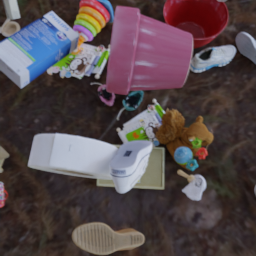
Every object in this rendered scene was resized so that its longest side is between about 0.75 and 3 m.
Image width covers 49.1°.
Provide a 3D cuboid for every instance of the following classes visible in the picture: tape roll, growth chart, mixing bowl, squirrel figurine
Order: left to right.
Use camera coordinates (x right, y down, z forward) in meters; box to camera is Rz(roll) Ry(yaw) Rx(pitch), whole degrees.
[{"bbox_3d":[-1.639,0.941,8.606,2.669,2.669,0.934,8,76,3],"label":"tape roll"},{"bbox_3d":[-2.406,-3.168,12.846,2.976,0.264,2.153,13,71,6],"label":"growth chart"},{"bbox_3d":[0.744,0.078,11.616,2.368,0.210,1.713,-37,74,-12],"label":"growth chart"},{"bbox_3d":[2.073,0.293,10.446,2.182,2.036,1.544,32,72,5],"label":"squirrel figurine"},{"bbox_3d":[2.902,-4.699,12.742,2.822,1.528,2.822,0,69,-1],"label":"mixing bowl"}]

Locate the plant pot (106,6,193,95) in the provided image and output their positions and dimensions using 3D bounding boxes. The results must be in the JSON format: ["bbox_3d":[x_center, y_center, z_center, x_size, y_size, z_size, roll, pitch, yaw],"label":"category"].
[{"bbox_3d":[0.702,-2.468,9.656,2.604,2.910,2.910,8,69,-3],"label":"plant pot"}]

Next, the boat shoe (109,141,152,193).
[{"bbox_3d":[0.088,1.027,8.073,0.929,2.525,0.825,3,106,22],"label":"boat shoe"}]

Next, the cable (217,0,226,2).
[{"bbox_3d":[3.168,-4.681,9.471,0.281,0.811,0.811,-15,78,-9],"label":"cable"}]

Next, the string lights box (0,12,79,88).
[{"bbox_3d":[-2.981,-2.613,9.188,1.329,0.762,2.586,42,61,4],"label":"string lights box"}]

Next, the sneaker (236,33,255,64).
[{"bbox_3d":[5.800,-3.497,12.792,0.777,0.801,2.194,-14,64,-35],"label":"sneaker"}]

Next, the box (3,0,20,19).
[{"bbox_3d":[-3.794,-3.962,9.040,0.284,0.829,0.341,10,30,24],"label":"box"}]

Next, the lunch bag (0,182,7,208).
[{"bbox_3d":[-3.959,2.019,8.284,0.730,0.828,0.339,-4,28,-33],"label":"lunch bag"}]

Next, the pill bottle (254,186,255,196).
[{"bbox_3d":[5.935,2.084,10.268,2.299,1.256,1.256,-28,71,-11],"label":"pill bottle"}]

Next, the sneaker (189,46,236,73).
[{"bbox_3d":[3.860,-3.228,12.471,2.309,1.001,0.866,-24,70,-10],"label":"sneaker"}]

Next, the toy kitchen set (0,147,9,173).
[{"bbox_3d":[-6.251,1.410,10.267,2.151,2.385,1.945,39,115,14],"label":"toy kitchen set"}]

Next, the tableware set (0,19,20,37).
[{"bbox_3d":[-5.426,-3.834,13.057,2.731,0.317,2.282,29,71,11],"label":"tableware set"}]

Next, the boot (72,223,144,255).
[{"bbox_3d":[-0.766,3.129,7.902,2.101,1.748,0.760,14,66,-24],"label":"boot"}]

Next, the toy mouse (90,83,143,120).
[{"bbox_3d":[-0.332,-1.317,11.975,2.649,0.513,2.354,1,68,1],"label":"toy mouse"}]

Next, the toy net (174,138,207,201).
[{"bbox_3d":[2.080,1.325,8.754,1.097,0.404,2.092,-23,46,17],"label":"toy net"}]

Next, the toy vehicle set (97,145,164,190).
[{"bbox_3d":[0.110,1.514,10.865,2.572,0.341,1.598,3,76,1],"label":"toy vehicle set"}]

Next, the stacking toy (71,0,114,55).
[{"bbox_3d":[-1.949,-4.581,12.856,1.622,1.534,2.796,25,79,10],"label":"stacking toy"}]
